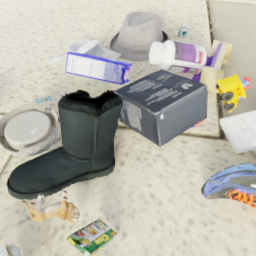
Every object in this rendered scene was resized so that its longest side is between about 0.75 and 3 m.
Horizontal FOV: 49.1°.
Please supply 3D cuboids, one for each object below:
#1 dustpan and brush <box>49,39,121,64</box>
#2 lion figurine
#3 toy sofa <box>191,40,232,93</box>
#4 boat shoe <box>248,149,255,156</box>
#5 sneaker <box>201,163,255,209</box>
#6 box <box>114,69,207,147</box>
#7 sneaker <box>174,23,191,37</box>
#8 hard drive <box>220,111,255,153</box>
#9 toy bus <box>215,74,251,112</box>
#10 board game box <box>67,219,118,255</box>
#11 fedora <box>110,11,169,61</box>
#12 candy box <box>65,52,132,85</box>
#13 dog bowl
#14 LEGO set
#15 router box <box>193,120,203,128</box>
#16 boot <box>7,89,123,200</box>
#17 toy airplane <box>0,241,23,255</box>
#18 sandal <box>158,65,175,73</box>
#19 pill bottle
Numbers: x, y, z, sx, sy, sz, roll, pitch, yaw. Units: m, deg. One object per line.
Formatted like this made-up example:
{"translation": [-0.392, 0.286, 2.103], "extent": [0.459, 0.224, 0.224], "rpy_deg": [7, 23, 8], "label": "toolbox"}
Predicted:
{"translation": [-1.942, -3.009, 11.398], "extent": [2.047, 0.839, 2.933], "rpy_deg": [31, 55, 28], "label": "dustpan and brush"}
{"translation": [-1.700, 1.855, 6.248], "extent": [1.265, 0.775, 0.458], "rpy_deg": [1, 23, -19], "label": "lion figurine"}
{"translation": [3.192, -2.439, 10.760], "extent": [1.130, 0.959, 2.315], "rpy_deg": [17, 47, 15], "label": "toy sofa"}
{"translation": [3.906, 0.755, 7.981], "extent": [0.404, 0.370, 1.081], "rpy_deg": [-29, 59, -37], "label": "boat shoe"}
{"translation": [3.266, 1.552, 6.737], "extent": [2.940, 1.108, 1.153], "rpy_deg": [-2, 57, 5], "label": "sneaker"}
{"translation": [0.986, -0.713, 8.579], "extent": [2.002, 1.195, 2.036], "rpy_deg": [-29, 38, -25], "label": "box"}
{"translation": [2.701, -4.664, 13.464], "extent": [1.030, 0.400, 0.444], "rpy_deg": [-38, 68, -23], "label": "sneaker"}
{"translation": [3.851, -0.013, 8.084], "extent": [1.966, 0.262, 1.297], "rpy_deg": [-14, 42, 4], "label": "hard drive"}
{"translation": [3.284, -1.119, 8.580], "extent": [0.992, 1.034, 0.702], "rpy_deg": [-23, 42, 12], "label": "toy bus"}
{"translation": [-0.731, 2.328, 5.999], "extent": [0.602, 0.135, 1.149], "rpy_deg": [33, 14, 21], "label": "board game box"}
{"translation": [0.526, -4.262, 12.351], "extent": [2.526, 1.290, 2.857], "rpy_deg": [28, 51, 25], "label": "fedora"}
{"translation": [-0.994, -2.123, 9.942], "extent": [2.024, 0.780, 1.712], "rpy_deg": [14, 14, 5], "label": "candy box"}
{"translation": [-2.775, 0.085, 7.862], "extent": [1.716, 0.503, 1.716], "rpy_deg": [-2, 48, 2], "label": "dog bowl"}
{"translation": [-2.582, -0.637, 9.516], "extent": [1.717, 0.421, 1.282], "rpy_deg": [-13, 40, -22], "label": "LEGO set"}
{"translation": [2.089, -0.420, 9.267], "extent": [0.785, 0.192, 0.705], "rpy_deg": [35, 53, 29], "label": "router box"}
{"translation": [-1.553, 0.320, 6.730], "extent": [2.902, 2.438, 1.108], "rpy_deg": [-12, 41, -21], "label": "boot"}
{"translation": [-2.590, 2.757, 5.491], "extent": [1.173, 0.831, 1.178], "rpy_deg": [19, 18, -33], "label": "toy airplane"}
{"translation": [1.815, -2.625, 11.243], "extent": [1.554, 0.382, 0.632], "rpy_deg": [-42, 92, -11], "label": "sandal"}
{"translation": [1.796, -2.628, 10.356], "extent": [1.900, 1.059, 1.059], "rpy_deg": [5, 43, -16], "label": "pill bottle"}
